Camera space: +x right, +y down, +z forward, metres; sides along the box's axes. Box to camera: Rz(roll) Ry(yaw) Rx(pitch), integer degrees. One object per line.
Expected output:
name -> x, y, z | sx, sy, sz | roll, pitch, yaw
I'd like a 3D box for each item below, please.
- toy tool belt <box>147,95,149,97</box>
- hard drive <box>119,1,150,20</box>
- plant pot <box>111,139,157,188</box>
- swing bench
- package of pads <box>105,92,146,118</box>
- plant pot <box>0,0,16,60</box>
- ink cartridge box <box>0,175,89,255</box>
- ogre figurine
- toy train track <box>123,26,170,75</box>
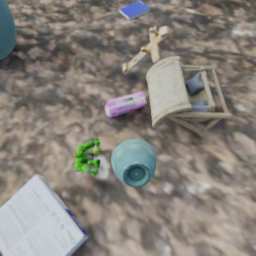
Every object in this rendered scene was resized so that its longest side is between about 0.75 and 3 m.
toy tool belt -> 0.999, -1.250, 9.876 | 0.773, 0.786, 1.258 | 41, 41, -6
hard drive -> 0.307, -5.580, 13.256 | 1.227, 0.156, 0.810 | -30, 61, -19
plant pot -> 0.185, 0.999, 7.076 | 1.204, 1.204, 0.806 | -5, 24, -3
swing bench -> 1.837, -1.056, 9.069 | 2.155, 1.398, 2.144 | 11, 54, -23
package of pads -> -0.114, -0.794, 9.664 | 1.355, 0.816, 0.513 | -18, 89, -13
plant pot -> -5.523, -3.723, 10.704 | 2.973, 2.002, 2.973 | -7, 67, 16
ink cartridge box -> -2.561, 2.811, 7.361 | 2.281, 0.494, 2.239 | -44, 66, -4
ogre figurine -> -1.248, 0.911, 8.525 | 0.777, 0.636, 1.296 | -11, 68, 10
toy train track -> 0.464, -2.707, 9.873 | 0.409, 2.512, 1.441 | 15, 59, -31
